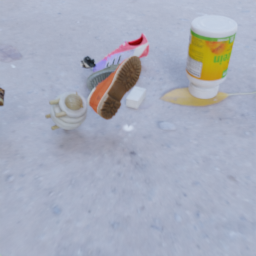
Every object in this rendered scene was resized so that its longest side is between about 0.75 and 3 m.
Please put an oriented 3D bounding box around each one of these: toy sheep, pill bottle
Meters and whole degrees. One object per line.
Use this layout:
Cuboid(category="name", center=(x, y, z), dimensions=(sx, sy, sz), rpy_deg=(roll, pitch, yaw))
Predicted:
Cuboid(category="toy sheep", center=(-1.881, -0.483, 8.730), dimensions=(1.240, 1.798, 1.240), rpy_deg=(11, 62, -22))
Cuboid(category="pill bottle", center=(2.937, -2.502, 10.282), dimensions=(1.530, 2.755, 1.530), rpy_deg=(-2, 42, 1))

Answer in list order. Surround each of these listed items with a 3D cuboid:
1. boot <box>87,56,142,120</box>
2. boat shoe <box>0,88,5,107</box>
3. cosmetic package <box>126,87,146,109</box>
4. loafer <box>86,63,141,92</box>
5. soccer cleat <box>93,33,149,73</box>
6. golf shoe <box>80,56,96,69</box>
Cuboid(category="boot", center=(-0.465, -1.343, 8.469), dimensions=(2.093, 0.785, 1.122), rpy_deg=(-55, 41, -2))
Cuboid(category="boat shoe", center=(-3.888, -0.950, 8.156), dimensions=(0.579, 0.578, 1.606), rpy_deg=(12, -4, -25))
Cuboid(category="cosmetic package", center=(0.299, -1.153, 10.569), dimensions=(0.488, 0.385, 0.907), rpy_deg=(17, 44, 17))
Cuboid(category="loafer", center=(-0.639, -2.073, 11.400), dimensions=(2.476, 0.931, 0.863), rpy_deg=(-22, 31, -28))
Cuboid(category="soccer cleat", center=(-0.350, -3.174, 12.162), dimensions=(2.733, 1.045, 0.912), rpy_deg=(-25, 46, -7))
Cuboid(category="golf shoe", center=(-1.694, -2.576, 11.302), dimensions=(0.574, 0.472, 1.215), rpy_deg=(-11, 2, 9))
